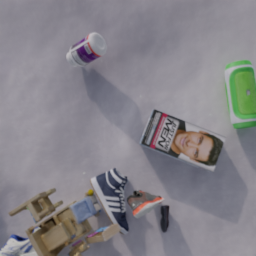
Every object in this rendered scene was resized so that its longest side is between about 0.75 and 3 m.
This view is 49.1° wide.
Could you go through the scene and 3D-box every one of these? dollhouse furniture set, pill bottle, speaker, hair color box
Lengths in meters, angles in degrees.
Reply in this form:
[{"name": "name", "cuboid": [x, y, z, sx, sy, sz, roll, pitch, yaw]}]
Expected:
[{"name": "dollhouse furniture set", "cuboid": [-1.290, 2.913, 9.036, 1.516, 1.048, 1.606, -18, 80, -46]}, {"name": "pill bottle", "cuboid": [-1.475, -2.655, 9.728, 1.413, 0.795, 0.795, -18, 84, 36]}, {"name": "speaker", "cuboid": [4.008, -1.145, 9.843, 1.009, 1.009, 2.283, -6, 85, -1]}, {"name": "dollhouse furniture set", "cuboid": [-2.424, 3.394, 8.469, 1.883, 2.834, 2.484, -32, 83, -1]}, {"name": "hair color box", "cuboid": [1.860, 0.455, 9.785, 2.647, 0.803, 1.310, 21, 85, 1]}]

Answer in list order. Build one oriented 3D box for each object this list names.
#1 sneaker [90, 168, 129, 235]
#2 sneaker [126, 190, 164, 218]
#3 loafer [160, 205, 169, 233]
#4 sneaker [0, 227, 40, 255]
[{"name": "sneaker", "cuboid": [-0.281, 2.452, 9.638, 1.196, 0.773, 2.205, -31, 83, -1]}, {"name": "sneaker", "cuboid": [0.555, 2.314, 9.140, 0.753, 1.954, 0.800, -44, 69, 11]}, {"name": "loafer", "cuboid": [1.316, 3.144, 9.690, 0.302, 0.344, 0.958, -5, 97, -27]}, {"name": "sneaker", "cuboid": [-3.728, 3.970, 8.913, 2.363, 0.890, 1.042, -20, 83, -15]}]
